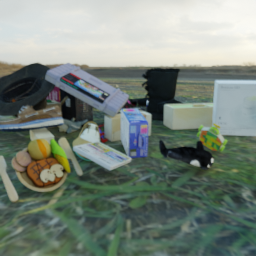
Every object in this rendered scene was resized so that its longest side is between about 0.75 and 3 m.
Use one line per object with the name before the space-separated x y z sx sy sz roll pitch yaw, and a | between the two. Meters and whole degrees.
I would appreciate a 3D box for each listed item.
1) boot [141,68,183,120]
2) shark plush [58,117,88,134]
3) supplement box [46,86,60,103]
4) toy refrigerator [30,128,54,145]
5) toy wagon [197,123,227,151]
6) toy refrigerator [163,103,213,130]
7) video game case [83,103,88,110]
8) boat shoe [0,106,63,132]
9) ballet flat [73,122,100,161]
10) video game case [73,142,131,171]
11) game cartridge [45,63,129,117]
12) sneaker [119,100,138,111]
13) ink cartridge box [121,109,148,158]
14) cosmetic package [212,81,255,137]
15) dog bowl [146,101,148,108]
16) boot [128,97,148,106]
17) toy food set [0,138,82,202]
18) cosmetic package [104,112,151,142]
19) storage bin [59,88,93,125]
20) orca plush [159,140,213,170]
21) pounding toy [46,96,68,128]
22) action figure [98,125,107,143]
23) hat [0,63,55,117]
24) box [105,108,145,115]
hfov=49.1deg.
boot | 2.009 -1.521 12.730 2.853 2.338 1.056 6 13 21
shark plush | -2.068 -0.150 10.720 1.349 0.562 0.613 -8 15 -32
supplement box | -4.091 -1.855 15.817 2.431 1.041 1.341 1 9 12
toy refrigerator | -2.749 0.334 8.903 0.478 0.441 1.259 -9 19 -29
toy wagon | 2.375 0.250 7.953 0.846 1.090 0.216 34 69 23
toy refrigerator | 2.944 -0.555 11.581 2.764 0.967 1.049 -2 13 -12
video game case | -2.298 -1.184 14.953 0.086 0.685 0.751 1 13 6
boat shoe | -3.066 -0.301 8.728 1.975 0.715 0.714 -7 -6 -20
ballet flat | -1.178 0.274 8.256 0.791 0.727 2.306 17 10 -13
video game case | -0.581 0.618 6.462 1.047 0.115 0.953 24 16 24
game cartridge | -1.358 -1.416 9.848 2.661 0.511 1.725 29 22 1
sneaker | -0.168 -1.196 14.734 1.639 0.687 0.629 -13 54 -39
ink cartridge box | 0.177 0.172 8.025 0.585 1.045 1.531 -3 21 -9
cosmetic package | 4.160 -0.750 10.307 1.906 1.912 1.175 2 13 11
dog bowl | 1.722 -1.082 14.695 1.517 0.598 1.517 0 13 0
boot | 0.571 -1.525 16.711 1.392 0.532 1.170 1 8 36
toy food set | -1.766 0.746 5.750 1.663 1.148 0.334 -19 -21 -40
cosmetic package | -0.004 -0.071 9.789 1.594 0.839 0.567 -9 18 -28
storage bin | -2.195 -1.060 11.810 0.864 1.842 1.246 -12 17 -40
orca plush | 1.486 0.511 6.674 1.636 0.581 0.861 19 11 -18
pounding toy | -3.090 -0.720 11.666 0.885 1.245 1.147 -9 15 -33
action figure | -0.845 0.122 9.781 0.590 0.389 1.191 -27 20 -12
hat | -3.756 -1.110 10.362 2.967 1.197 2.967 -10 45 10
box | -0.154 -0.521 11.785 1.462 0.446 1.814 -13 7 -7
